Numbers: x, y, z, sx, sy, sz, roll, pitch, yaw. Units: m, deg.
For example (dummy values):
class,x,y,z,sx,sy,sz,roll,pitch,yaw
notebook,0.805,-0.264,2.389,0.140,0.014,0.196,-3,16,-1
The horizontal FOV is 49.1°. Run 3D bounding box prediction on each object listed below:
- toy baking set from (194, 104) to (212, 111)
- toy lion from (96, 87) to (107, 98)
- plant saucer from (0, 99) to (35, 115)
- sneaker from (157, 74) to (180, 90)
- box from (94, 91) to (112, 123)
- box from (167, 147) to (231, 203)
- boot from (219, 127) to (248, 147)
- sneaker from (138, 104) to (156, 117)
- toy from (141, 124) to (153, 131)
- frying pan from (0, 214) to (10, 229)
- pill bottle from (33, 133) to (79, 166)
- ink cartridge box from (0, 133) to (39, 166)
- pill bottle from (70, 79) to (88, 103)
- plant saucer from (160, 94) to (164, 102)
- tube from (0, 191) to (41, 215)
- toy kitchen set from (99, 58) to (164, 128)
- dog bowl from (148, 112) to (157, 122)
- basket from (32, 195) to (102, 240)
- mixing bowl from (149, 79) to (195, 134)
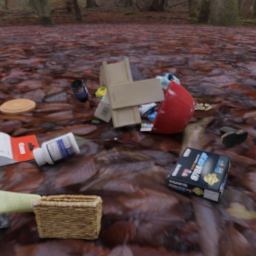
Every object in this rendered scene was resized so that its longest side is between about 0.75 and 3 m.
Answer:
class,x,y,z,sx,sy,sz,roll,pitch,yaw
toy baking set,3.603,-0.976,13.677,0.751,0.114,0.979,16,30,34
toy lion,-1.332,-1.964,15.449,1.058,0.379,1.103,-22,33,-23
plant saucer,-5.387,-1.070,13.680,1.622,0.262,1.622,0,26,0
sneaker,2.341,-2.780,16.330,0.860,0.954,2.328,-11,29,-24
box,-0.894,-1.139,12.938,0.725,0.872,2.122,27,27,-7
box,2.220,1.350,8.567,1.516,0.439,1.907,13,30,25
boot,3.741,0.289,10.746,1.448,0.561,1.002,-3,19,-37
sneaker,0.840,-0.929,12.941,0.522,0.451,1.204,34,36,20
toy,1.160,-0.098,11.419,1.252,0.296,0.721,-1,22,7
frying pan,-3.142,2.159,6.389,2.420,1.464,0.394,35,79,34
pill bottle,-2.388,0.749,9.304,1.360,0.755,0.755,-21,30,-8
ink cartridge box,-4.433,0.651,9.912,2.323,0.663,1.888,-16,30,-20
pill bottle,-2.318,-1.748,13.562,0.650,1.162,0.650,-5,56,8
plant saucer,2.310,-1.540,14.626,1.381,0.258,1.381,0,27,0
tube,-2.752,1.792,6.722,0.474,0.424,1.632,24,-4,26
toy kitchen set,0.115,-1.459,12.625,2.231,2.735,2.467,-10,-3,-10
dog bowl,1.229,-0.500,12.601,0.439,0.195,0.788,23,35,39
basket,-1.385,1.905,6.750,1.475,1.099,1.053,0,26,3
mixing bowl,1.835,-0.663,11.048,1.246,2.301,2.301,22,29,3
